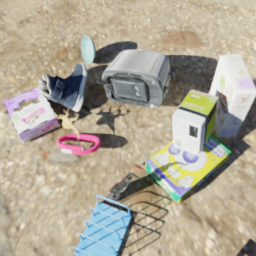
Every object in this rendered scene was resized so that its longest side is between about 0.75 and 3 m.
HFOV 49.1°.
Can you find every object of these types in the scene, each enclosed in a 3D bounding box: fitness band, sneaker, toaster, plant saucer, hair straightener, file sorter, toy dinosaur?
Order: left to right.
[{"bbox_3d":[-2.571,-1.938,11.134,1.716,0.903,2.375,21,50,-27],"label":"sneaker"},{"bbox_3d":[-2.037,-0.217,10.019,1.384,0.403,0.700,40,99,13],"label":"toy dinosaur"},{"bbox_3d":[-1.774,0.546,9.995,1.555,0.291,1.117,6,26,14],"label":"fitness band"},{"bbox_3d":[-1.709,-3.418,12.258,0.213,1.183,1.183,-15,57,-32],"label":"plant saucer"},{"bbox_3d":[-0.754,3.053,8.310,1.179,1.042,1.699,18,60,12],"label":"file sorter"},{"bbox_3d":[-0.203,1.943,8.548,0.383,1.874,0.721,30,47,-14],"label":"hair straightener"},{"bbox_3d":[0.321,-1.988,11.051,2.901,1.648,1.873,10,48,22],"label":"toaster"}]

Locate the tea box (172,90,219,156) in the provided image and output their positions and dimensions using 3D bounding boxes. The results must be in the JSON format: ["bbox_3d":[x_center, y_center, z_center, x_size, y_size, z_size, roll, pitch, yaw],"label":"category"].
[{"bbox_3d":[2.216,-0.184,9.256,0.984,1.473,1.449,22,54,27],"label":"tea box"}]

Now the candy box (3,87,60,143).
[{"bbox_3d":[-3.703,-0.539,10.761,1.531,0.653,1.825,-27,58,-16],"label":"candy box"}]

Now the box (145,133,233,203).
[{"bbox_3d":[2.217,1.044,9.796,2.892,0.699,1.697,-35,63,-22],"label":"box"}]

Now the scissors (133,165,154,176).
[{"bbox_3d":[0.502,1.454,9.592,0.806,0.295,0.056,30,102,35],"label":"scissors"}]

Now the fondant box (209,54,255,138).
[{"bbox_3d":[3.573,-1.059,9.981,0.728,2.498,1.802,-6,55,0],"label":"fondant box"}]

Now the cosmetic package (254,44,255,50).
[{"bbox_3d":[7.595,-4.576,12.399,2.305,2.291,2.754,36,65,20],"label":"cosmetic package"}]
